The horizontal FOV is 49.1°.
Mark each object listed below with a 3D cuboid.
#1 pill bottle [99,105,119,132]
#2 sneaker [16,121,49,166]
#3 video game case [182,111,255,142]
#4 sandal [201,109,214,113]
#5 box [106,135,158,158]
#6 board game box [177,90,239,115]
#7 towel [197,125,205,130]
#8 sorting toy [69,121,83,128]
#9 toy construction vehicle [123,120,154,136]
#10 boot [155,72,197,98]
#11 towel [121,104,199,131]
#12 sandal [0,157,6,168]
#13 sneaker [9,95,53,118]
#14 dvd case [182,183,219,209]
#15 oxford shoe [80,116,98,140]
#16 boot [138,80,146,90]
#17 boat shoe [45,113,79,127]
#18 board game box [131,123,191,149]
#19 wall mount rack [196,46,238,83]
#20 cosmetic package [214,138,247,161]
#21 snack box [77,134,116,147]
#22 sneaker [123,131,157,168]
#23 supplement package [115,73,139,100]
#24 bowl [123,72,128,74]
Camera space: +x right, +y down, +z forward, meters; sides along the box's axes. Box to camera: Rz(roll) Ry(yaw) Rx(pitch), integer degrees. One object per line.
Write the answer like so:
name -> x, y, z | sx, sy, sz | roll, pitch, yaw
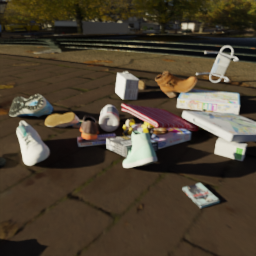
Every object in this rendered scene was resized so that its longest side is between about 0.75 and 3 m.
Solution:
pill bottle -> -0.747, -0.445, 11.344 | 0.767, 0.767, 1.282 | 0, 24, -1
sneaker -> -3.190, 0.411, 8.952 | 0.835, 0.982, 2.220 | -29, 29, -17
video game case -> 3.865, -0.098, 10.449 | 2.780, 0.306, 2.535 | 1, 20, -29
sandal -> 3.598, -0.664, 12.297 | 0.423, 0.282, 1.034 | 9, 21, -19
box -> 0.101, 0.563, 9.098 | 1.147, 0.362, 1.454 | -7, 12, -27
board game box -> 3.950, -1.340, 13.737 | 2.779, 0.476, 1.868 | 8, 25, 18
towel -> 3.150, -0.037, 11.271 | 0.951, 0.086, 0.409 | 2, 25, 3
sorting toy -> -1.919, -0.179, 11.513 | 1.061, 0.145, 0.597 | 7, 25, 14
toy construction vehicle -> 0.388, -0.060, 10.176 | 1.212, 0.490, 1.392 | -19, 20, 24
boot -> 2.379, -2.338, 13.937 | 1.813, 1.402, 0.668 | -29, 34, 28
towel -> 1.231, -0.342, 10.415 | 2.649, 0.298, 1.916 | 3, 20, -47
sandal -> -4.481, 0.989, 8.729 | 1.423, 0.341, 0.535 | 22, 29, 16
sneaker -> -4.223, -0.751, 12.166 | 2.368, 0.928, 1.065 | 0, -23, 33
dvd case -> 1.868, 1.737, 7.241 | 0.590, 0.089, 0.808 | -9, 27, -20
oxford shoe -> -1.401, -0.115, 10.403 | 0.697, 0.710, 1.958 | 3, 11, -13
boot -> 0.605, -2.666, 16.746 | 0.488, 0.500, 1.325 | -19, 29, -33
boat shoe -> -2.650, -0.232, 11.252 | 1.523, 0.528, 0.539 | -4, 64, 27
board game box -> 1.189, 0.181, 10.459 | 1.617, 0.333, 1.620 | -13, 27, -28
wall mount rack -> 5.319, -3.748, 16.857 | 2.091, 2.407, 0.897 | 14, 34, -1
cosmetic package -> 3.332, 0.692, 9.122 | 0.897, 0.482, 0.380 | 13, 25, 29
snack box -> -1.114, 0.440, 10.075 | 1.387, 0.169, 0.498 | -6, 24, -13
sneaker -> 0.266, 0.613, 8.018 | 0.602, 0.965, 1.636 | -6, -12, -27
supplement package -> -0.076, -2.203, 14.864 | 0.777, 1.091, 1.401 | 0, 22, -20
bowl -> -0.171, -3.453, 18.576 | 0.850, 0.457, 0.850 | -1, 24, 0
